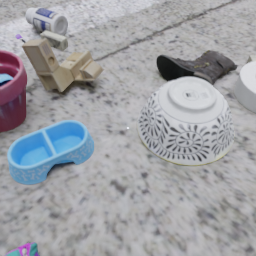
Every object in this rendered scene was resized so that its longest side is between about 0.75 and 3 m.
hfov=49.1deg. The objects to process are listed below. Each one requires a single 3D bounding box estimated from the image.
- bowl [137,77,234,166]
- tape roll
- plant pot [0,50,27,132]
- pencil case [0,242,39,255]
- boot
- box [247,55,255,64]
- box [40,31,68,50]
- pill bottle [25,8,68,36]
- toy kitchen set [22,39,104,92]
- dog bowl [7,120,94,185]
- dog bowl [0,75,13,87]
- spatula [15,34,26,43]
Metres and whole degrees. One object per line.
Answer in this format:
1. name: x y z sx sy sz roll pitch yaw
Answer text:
1. bowl: 1.759 -0.521 8.163 2.995 1.406 2.995 0 50 0
2. tape roll: 4.684 -1.342 9.317 2.093 0.732 2.093 0 49 -1
3. plant pot: -3.902 -0.949 8.230 2.060 1.844 2.060 0 49 0
4. pencil case: -1.832 3.183 5.276 0.813 0.883 1.910 -7 47 -37
5. boot: 2.493 -2.290 10.206 2.439 0.845 2.124 32 52 19
6. box: 4.785 -2.348 10.479 0.357 0.297 0.870 0 49 0
7. box: -3.018 -3.582 11.462 1.090 0.448 0.373 22 53 20
8. pill bottle: -3.519 -4.574 11.984 1.697 0.943 0.943 26 54 20
9. toy kitchen set: -1.922 -2.398 9.206 1.574 1.741 1.930 8 47 31
10. dog bowl: -2.131 0.571 7.742 2.432 0.603 1.356 -23 53 -20
11. dog bowl: -3.872 -0.948 8.329 0.371 0.835 1.498 45 105 21
12. spatula: -4.513 -3.757 11.851 0.217 0.079 0.768 -35 58 -25
